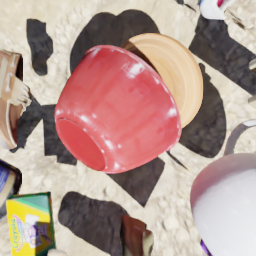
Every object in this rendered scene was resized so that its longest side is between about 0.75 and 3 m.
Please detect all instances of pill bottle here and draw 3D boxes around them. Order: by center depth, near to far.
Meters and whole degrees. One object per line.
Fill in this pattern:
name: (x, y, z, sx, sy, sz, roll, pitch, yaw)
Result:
pill bottle: (-3.191, 0.757, 4.785, 2.391, 1.337, 1.337, 38, 82, -27)

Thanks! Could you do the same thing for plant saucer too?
plant saucer: (0.436, -0.789, 5.464, 2.006, 0.324, 2.006, 14, 118, 28)

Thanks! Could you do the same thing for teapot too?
teapot: (2.213, 1.170, 4.444, 2.254, 2.225, 1.647, 48, 125, 10)

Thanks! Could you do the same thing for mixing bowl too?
mixing bowl: (-0.415, -0.071, 5.017, 2.392, 2.392, 1.295, 42, 60, 6)

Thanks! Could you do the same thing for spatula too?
spatula: (1.391, 2.166, 4.408, 0.216, 2.098, 0.593, -45, 79, 9)

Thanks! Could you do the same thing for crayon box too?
crayon box: (-1.614, 1.674, 4.719, 0.666, 0.327, 1.121, -5, 94, -4)

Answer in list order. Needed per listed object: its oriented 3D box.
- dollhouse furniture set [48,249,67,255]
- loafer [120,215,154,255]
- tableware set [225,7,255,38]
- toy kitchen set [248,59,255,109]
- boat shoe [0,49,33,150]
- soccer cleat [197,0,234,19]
dollhouse furniture set: (-0.719, 2.586, 3.189, 1.065, 0.910, 2.055, 8, 48, -3)
loafer: (0.166, 1.847, 4.404, 0.515, 1.526, 0.580, 2, 105, -6)
tableware set: (1.934, -1.636, 4.570, 0.800, 0.957, 0.111, 51, 118, 21)
toy kitchen set: (3.663, -1.174, 4.633, 2.128, 2.358, 1.924, 26, 62, -23)
boat shoe: (-2.042, -0.579, 4.849, 0.688, 0.725, 1.915, -9, 72, -12)
soccer cleat: (1.369, -1.938, 3.613, 0.488, 0.395, 1.131, 44, 114, 41)
